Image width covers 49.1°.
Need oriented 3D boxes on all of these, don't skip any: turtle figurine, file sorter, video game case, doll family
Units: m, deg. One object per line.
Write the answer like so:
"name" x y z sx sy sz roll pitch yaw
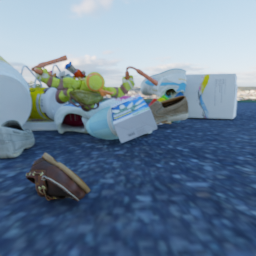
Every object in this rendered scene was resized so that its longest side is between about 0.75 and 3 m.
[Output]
"turtle figurine" -0.800 -0.785 6.108 2.551 0.822 2.057 0 -6 -21
"file sorter" -3.577 -1.315 10.305 2.458 1.531 1.706 0 -23 10
"video game case" -3.102 -0.160 8.921 2.346 0.268 2.135 -1 7 -8
"doll family" -1.830 -1.303 8.317 1.447 0.652 0.898 -10 -33 37

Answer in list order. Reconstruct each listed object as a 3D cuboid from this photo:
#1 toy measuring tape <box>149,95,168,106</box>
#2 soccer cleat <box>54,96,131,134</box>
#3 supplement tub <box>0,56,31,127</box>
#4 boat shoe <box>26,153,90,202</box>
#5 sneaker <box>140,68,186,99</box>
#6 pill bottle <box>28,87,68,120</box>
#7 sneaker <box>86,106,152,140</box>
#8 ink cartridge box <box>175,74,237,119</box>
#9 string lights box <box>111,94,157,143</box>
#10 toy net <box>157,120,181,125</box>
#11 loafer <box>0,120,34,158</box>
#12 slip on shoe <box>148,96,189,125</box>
"toy measuring tape" 1.258 -0.676 11.799 0.907 0.907 2.466 0 -12 1
"soccer cleat" -0.742 -0.249 7.592 2.491 0.870 1.076 -8 29 -3
"supplement tub" -3.705 -0.987 7.304 1.855 1.855 2.551 -5 27 -36
"boat shoe" -0.759 0.561 2.878 0.385 0.386 1.096 -45 24 -21
"sneaker" 1.370 -1.669 11.755 0.947 1.000 2.475 9 -14 -34
"pill bottle" -2.777 -0.739 8.530 1.773 0.969 0.969 2 7 28
"sneaker" -0.164 -0.192 6.699 1.003 0.904 2.447 -10 -4 23
"ink cartridge box" 3.381 -1.393 12.309 2.589 1.873 1.906 3 8 23
"string lights box" 0.056 -0.196 4.736 0.608 0.349 1.184 -22 19 1
"toy net" 1.278 -0.273 9.918 1.271 0.245 0.667 -6 10 -33
"loafer" -2.104 0.132 5.246 0.580 0.579 1.658 -1 7 -11
"slip on shoe" 0.860 -0.511 8.673 2.273 0.689 0.864 -9 29 -16
